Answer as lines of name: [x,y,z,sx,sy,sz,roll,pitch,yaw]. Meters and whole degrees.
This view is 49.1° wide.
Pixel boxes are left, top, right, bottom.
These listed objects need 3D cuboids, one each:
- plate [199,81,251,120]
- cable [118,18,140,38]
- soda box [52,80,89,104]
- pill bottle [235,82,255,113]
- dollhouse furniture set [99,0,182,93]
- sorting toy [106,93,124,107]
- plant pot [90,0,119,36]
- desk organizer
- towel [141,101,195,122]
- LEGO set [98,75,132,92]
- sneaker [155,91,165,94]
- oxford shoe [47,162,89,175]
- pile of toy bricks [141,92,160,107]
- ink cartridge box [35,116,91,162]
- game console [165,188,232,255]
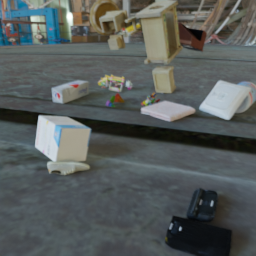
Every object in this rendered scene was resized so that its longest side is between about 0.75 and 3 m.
plate: [4.343,-1.371,12.801,0.292,1.802,1.805,41,-6,-38]
cable: [0.622,-4.591,12.174,2.462,0.620,1.196,-23,25,-4]
soda box: [-3.105,-2.000,15.282,0.722,0.776,2.275,12,24,27]
pill bottle: [5.554,-1.558,13.579,1.207,1.207,2.219,14,27,32]
dollhouse furniture set: [0.594,-2.910,10.178,2.435,2.753,1.530,9,40,31]
sorting toy: [-0.607,-1.306,14.150,0.529,0.533,1.537,29,26,7]
plant pot: [-0.957,-4.907,12.439,1.526,1.526,0.210,-12,22,-27]
desk organizer: [2.509,-3.582,11.143,0.729,0.783,2.033,18,16,24]
towel: [1.817,-0.774,12.852,1.885,0.304,1.800,-20,28,-40]
LEGO set: [-1.038,-2.587,17.112,2.432,0.905,1.119,6,-12,27]
sneaker: [2.064,-2.347,16.627,0.538,0.458,1.230,6,22,28]
oxford shoe: [-1.698,1.170,7.961,1.185,0.446,0.342,3,62,-13]
pile of toy bricks: [1.067,-1.254,13.896,0.566,0.636,1.147,-24,16,42]
ink cartridge box: [-2.134,0.283,8.839,1.055,1.083,1.684,1,16,-42]
game console: [1.639,1.954,6.076,1.221,0.249,2.070,9,25,21]
